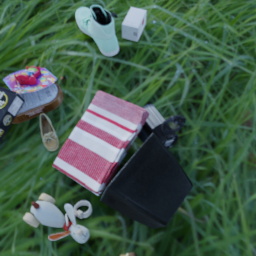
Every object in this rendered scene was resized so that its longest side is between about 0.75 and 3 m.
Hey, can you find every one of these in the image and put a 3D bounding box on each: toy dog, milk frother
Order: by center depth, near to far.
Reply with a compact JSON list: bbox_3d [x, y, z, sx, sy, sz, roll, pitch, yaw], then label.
[{"bbox_3d":[-2.015,2.486,7.824,1.947,0.938,1.284,6,60,3],"label":"toy dog"},{"bbox_3d":[0.994,-0.206,8.975,1.514,1.367,1.424,-46,63,20],"label":"milk frother"}]

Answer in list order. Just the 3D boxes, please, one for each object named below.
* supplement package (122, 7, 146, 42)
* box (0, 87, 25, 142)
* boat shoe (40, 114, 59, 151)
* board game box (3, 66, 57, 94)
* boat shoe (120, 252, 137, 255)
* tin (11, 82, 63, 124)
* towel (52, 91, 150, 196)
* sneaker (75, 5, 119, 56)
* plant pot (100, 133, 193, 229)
[{"bbox_3d":[0.265,-4.428,11.965,0.725,0.734,1.211,16,61,9],"label":"supplement package"},{"bbox_3d":[-5.106,-0.196,9.244,2.257,0.688,2.800,20,72,16],"label":"box"},{"bbox_3d":[-2.738,0.154,9.472,0.510,0.436,1.391,-23,62,-13],"label":"boat shoe"},{"bbox_3d":[-3.638,-1.936,10.252,1.632,0.402,2.065,-24,41,-26],"label":"board game box"},{"bbox_3d":[0.015,4.409,6.883,0.905,0.852,2.377,-17,52,5],"label":"boat shoe"},{"bbox_3d":[-3.553,-1.014,10.166,2.349,0.492,1.315,-24,59,-13],"label":"tin"},{"bbox_3d":[-0.917,0.342,8.759,2.122,0.335,2.947,24,77,31],"label":"towel"},{"bbox_3d":[-1.322,-4.514,11.415,1.105,1.772,3.004,-30,63,-14],"label":"sneaker"},{"bbox_3d":[0.586,1.673,7.824,1.761,1.985,1.980,38,66,8],"label":"plant pot"}]
